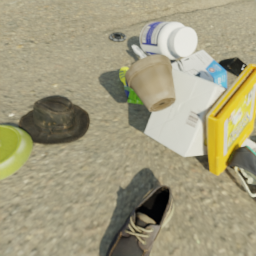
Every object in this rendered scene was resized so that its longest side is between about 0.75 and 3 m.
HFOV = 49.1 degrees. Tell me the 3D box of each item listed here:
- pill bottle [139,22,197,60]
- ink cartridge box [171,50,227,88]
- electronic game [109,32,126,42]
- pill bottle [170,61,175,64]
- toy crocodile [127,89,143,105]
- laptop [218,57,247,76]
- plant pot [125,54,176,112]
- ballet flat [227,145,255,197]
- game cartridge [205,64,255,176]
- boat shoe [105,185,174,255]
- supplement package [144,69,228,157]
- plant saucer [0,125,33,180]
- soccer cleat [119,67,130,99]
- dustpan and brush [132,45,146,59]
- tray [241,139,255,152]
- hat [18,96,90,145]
[{"bbox_3d":[1.741,-3.812,12.235,1.539,1.539,2.571,-19,27,-21],"label":"pill bottle"},{"bbox_3d":[2.321,-1.785,11.055,2.479,1.064,1.815,-24,46,-3],"label":"ink cartridge box"},{"bbox_3d":[-0.592,-5.215,16.087,0.999,0.208,0.999,2,47,-2],"label":"electronic game"},{"bbox_3d":[2.201,-2.877,13.238,0.911,0.484,0.484,17,44,20],"label":"pill bottle"},{"bbox_3d":[0.411,-1.130,10.008,0.532,0.582,1.724,9,4,-23],"label":"toy crocodile"},{"bbox_3d":[5.005,-2.873,13.548,1.317,0.680,1.167,44,54,7],"label":"laptop"},{"bbox_3d":[0.696,-1.072,7.314,1.289,1.289,1.118,-15,70,-17],"label":"plant pot"},{"bbox_3d":[3.957,1.739,7.757,1.073,1.073,2.937,-24,53,-25],"label":"ballet flat"},{"bbox_3d":[3.070,-0.115,8.113,0.430,2.651,2.337,26,61,37],"label":"game cartridge"},{"bbox_3d":[0.263,2.433,6.801,1.042,1.026,2.798,20,45,21],"label":"boat shoe"},{"bbox_3d":[2.040,-0.426,8.542,1.617,2.103,2.199,32,19,36],"label":"supplement package"},{"bbox_3d":[-4.457,0.707,9.145,2.545,0.395,2.545,-1,44,1],"label":"plant saucer"},{"bbox_3d":[0.088,-2.117,12.010,0.742,0.960,2.294,-7,42,-7],"label":"soccer cleat"},{"bbox_3d":[0.950,-2.894,12.962,2.093,0.858,2.999,-20,45,-22],"label":"dustpan and brush"},{"bbox_3d":[3.704,0.779,9.346,1.360,0.151,0.730,-29,48,-28],"label":"tray"},{"bbox_3d":[-2.721,-0.494,10.118,2.630,1.061,2.630,0,42,0],"label":"hat"}]
